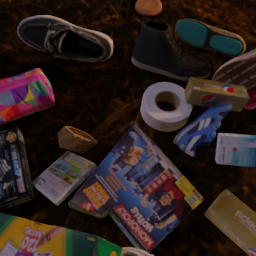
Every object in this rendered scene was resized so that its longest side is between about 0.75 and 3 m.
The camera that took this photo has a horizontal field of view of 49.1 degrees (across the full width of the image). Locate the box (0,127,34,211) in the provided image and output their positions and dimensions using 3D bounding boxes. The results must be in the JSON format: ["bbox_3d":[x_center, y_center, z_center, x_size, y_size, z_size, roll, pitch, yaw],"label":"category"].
[{"bbox_3d":[-3.151,1.016,6.634,1.475,0.427,1.856,-18,62,-10],"label":"box"}]

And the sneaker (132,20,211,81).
[{"bbox_3d":[1.356,-2.114,7.772,2.347,1.247,0.878,9,46,-8],"label":"sneaker"}]

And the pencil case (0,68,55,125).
[{"bbox_3d":[-3.271,-0.653,7.192,2.665,1.178,1.178,-22,63,-14],"label":"pencil case"}]

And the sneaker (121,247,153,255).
[{"bbox_3d":[0.678,3.136,4.802,2.612,1.509,0.962,35,64,18],"label":"sneaker"}]

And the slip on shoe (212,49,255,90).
[{"bbox_3d":[3.409,-1.685,7.356,0.728,2.405,0.914,-35,93,-49],"label":"slip on shoe"}]

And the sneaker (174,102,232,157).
[{"bbox_3d":[1.953,0.038,6.924,1.683,0.622,0.692,-40,66,4],"label":"sneaker"}]

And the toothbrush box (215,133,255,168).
[{"bbox_3d":[2.570,0.509,6.568,0.942,0.402,0.690,6,99,11],"label":"toothbrush box"}]

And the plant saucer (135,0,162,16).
[{"bbox_3d":[0.727,-4.311,9.856,0.940,0.152,0.940,0,61,0],"label":"plant saucer"}]

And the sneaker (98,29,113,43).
[{"bbox_3d":[-1.069,-2.744,8.663,1.212,0.644,0.453,0,59,-1],"label":"sneaker"}]

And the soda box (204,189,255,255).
[{"bbox_3d":[2.569,2.201,5.827,1.904,0.645,0.609,40,68,20],"label":"soda box"}]

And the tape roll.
[{"bbox_3d":[1.011,-0.583,7.483,1.341,0.469,1.341,2,59,-3],"label":"tape roll"}]

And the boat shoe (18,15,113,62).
[{"bbox_3d":[-1.940,-2.596,8.142,2.995,1.059,0.954,13,25,8],"label":"boat shoe"}]

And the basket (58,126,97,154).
[{"bbox_3d":[-1.206,0.201,6.696,0.574,0.771,0.550,-35,53,28],"label":"basket"}]

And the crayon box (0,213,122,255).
[{"bbox_3d":[-1.621,2.558,4.847,2.779,0.809,1.650,-2,56,33],"label":"crayon box"}]

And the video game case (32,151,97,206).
[{"bbox_3d":[-1.469,1.078,6.349,1.154,0.145,1.268,-44,34,-24],"label":"video game case"}]

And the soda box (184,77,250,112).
[{"bbox_3d":[2.265,-0.848,7.212,1.518,0.514,0.486,8,48,-7],"label":"soda box"}]

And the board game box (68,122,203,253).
[{"bbox_3d":[-0.002,1.436,6.138,2.296,0.708,2.297,-35,74,-20],"label":"board game box"}]

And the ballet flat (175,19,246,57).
[{"bbox_3d":[2.557,-2.809,8.686,2.232,0.789,0.789,27,64,20],"label":"ballet flat"}]

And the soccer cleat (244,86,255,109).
[{"bbox_3d":[3.738,-1.282,7.853,0.637,0.787,1.823,11,76,45],"label":"soccer cleat"}]
